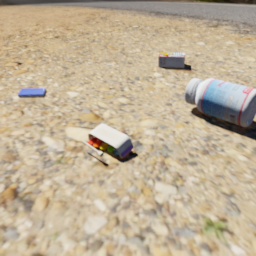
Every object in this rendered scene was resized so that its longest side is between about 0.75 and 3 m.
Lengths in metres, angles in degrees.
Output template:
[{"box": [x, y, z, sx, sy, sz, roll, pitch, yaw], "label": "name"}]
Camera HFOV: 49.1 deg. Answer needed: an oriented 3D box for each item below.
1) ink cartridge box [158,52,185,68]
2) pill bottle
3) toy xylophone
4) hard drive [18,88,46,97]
[{"box": [2.591, -4.112, 16.704, 1.528, 0.641, 1.341, 4, 29, 8], "label": "ink cartridge box"}, {"box": [3.537, -1.082, 10.706, 2.570, 1.397, 1.397, 24, 38, 35], "label": "pill bottle"}, {"box": [-0.728, 0.443, 9.032, 1.245, 0.427, 1.700, -32, 43, -26], "label": "toy xylophone"}, {"box": [-4.419, -1.638, 12.933, 1.120, 0.142, 0.739, -2, 30, -3], "label": "hard drive"}]
